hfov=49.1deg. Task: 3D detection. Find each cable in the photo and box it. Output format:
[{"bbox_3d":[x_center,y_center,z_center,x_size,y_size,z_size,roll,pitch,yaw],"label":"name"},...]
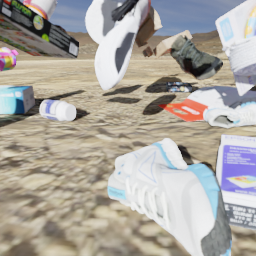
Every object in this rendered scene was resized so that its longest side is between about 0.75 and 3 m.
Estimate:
[{"bbox_3d":[2.543,-1.296,5.025,1.375,0.476,1.375,-7,-4,35],"label":"cable"}]

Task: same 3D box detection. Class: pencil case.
[{"bbox_3d":[-4.069,-1.987,8.159,0.749,0.749,1.694,7,20,23],"label":"pencil case"}]

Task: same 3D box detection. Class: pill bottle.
[{"bbox_3d":[-2.094,-2.917,6.648,0.655,0.655,1.195,5,60,16],"label":"pill bottle"},{"bbox_3d":[-0.247,-3.442,8.345,1.473,1.473,2.688,4,35,13],"label":"pill bottle"},{"bbox_3d":[-2.056,-0.506,8.251,0.996,0.576,0.576,11,19,31],"label":"pill bottle"}]

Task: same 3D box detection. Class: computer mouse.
[{"bbox_3d":[-0.209,-1.907,5.751,0.520,2.370,1.299,27,-24,-29],"label":"computer mouse"}]

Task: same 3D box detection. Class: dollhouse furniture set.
[{"bbox_3d":[0.881,-4.096,10.577,1.251,2.825,1.464,-30,1,-26],"label":"dollhouse furniture set"}]

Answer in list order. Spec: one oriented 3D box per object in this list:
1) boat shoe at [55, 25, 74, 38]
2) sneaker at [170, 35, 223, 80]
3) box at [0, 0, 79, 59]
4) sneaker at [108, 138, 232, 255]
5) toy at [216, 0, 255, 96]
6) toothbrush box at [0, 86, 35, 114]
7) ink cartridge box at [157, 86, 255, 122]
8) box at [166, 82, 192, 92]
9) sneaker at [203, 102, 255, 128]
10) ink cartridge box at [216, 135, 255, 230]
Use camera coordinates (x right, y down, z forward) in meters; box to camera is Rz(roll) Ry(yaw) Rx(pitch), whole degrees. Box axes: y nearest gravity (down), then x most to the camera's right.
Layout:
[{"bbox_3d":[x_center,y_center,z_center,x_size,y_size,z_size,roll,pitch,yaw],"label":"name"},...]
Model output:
[{"bbox_3d":[-2.072,-2.519,7.894,0.746,0.745,2.118,40,28,4],"label":"boat shoe"},{"bbox_3d":[2.042,-2.263,8.944,1.277,0.852,2.229,40,7,-25],"label":"sneaker"},{"bbox_3d":[-1.991,-1.819,5.208,1.206,0.381,2.192,9,-1,20],"label":"box"},{"bbox_3d":[0.324,0.824,3.439,1.101,0.953,2.541,-9,9,-7],"label":"sneaker"},{"bbox_3d":[3.255,-2.097,5.795,2.898,1.669,0.684,-36,23,-19],"label":"toy"},{"bbox_3d":[-4.248,-0.966,9.446,1.815,0.774,1.329,-1,16,-4],"label":"toothbrush box"},{"bbox_3d":[2.823,-0.913,9.474,2.961,0.845,2.407,-1,16,-17],"label":"ink cartridge box"},{"bbox_3d":[2.481,-2.024,13.843,1.138,0.329,1.432,1,16,5],"label":"box"},{"bbox_3d":[2.947,-0.249,7.514,1.721,0.645,0.746,-6,22,9],"label":"sneaker"},{"bbox_3d":[2.477,0.756,4.037,2.303,0.504,2.324,6,20,19],"label":"ink cartridge box"}]
